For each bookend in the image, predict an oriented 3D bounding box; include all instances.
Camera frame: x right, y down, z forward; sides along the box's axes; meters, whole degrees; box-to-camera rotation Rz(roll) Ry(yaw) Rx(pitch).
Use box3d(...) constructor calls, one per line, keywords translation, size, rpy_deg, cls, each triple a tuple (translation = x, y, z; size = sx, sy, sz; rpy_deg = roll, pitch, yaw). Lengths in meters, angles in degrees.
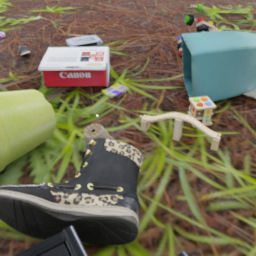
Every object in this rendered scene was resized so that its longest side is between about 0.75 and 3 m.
box3d(translation=(-0.220, 2.489, 3.762), size=(2.996, 1.380, 2.977), rpy_deg=(-19, 40, -24), cls="bookend")

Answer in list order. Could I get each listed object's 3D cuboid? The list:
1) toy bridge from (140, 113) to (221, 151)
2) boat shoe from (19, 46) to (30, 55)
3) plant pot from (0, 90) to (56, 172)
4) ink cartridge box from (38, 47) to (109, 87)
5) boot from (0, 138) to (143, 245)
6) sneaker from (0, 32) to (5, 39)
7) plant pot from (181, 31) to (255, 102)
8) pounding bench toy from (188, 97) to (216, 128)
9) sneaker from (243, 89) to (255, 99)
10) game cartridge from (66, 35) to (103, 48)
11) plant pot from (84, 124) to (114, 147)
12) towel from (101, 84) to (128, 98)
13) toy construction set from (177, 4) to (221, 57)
box3d(translation=(1.377, -0.027, 7.701), size=(2.288, 0.769, 0.311), rpy_deg=(16, 40, 19), cls="toy bridge")
box3d(translation=(-4.630, -3.465, 12.429), size=(0.444, 0.383, 1.222), rpy_deg=(-25, 21, -13), cls="boat shoe")
box3d(translation=(-2.998, -0.049, 6.887), size=(2.177, 2.177, 2.001), rpy_deg=(23, 30, 28), cls="plant pot")
box3d(translation=(-1.917, -2.179, 10.415), size=(2.368, 0.993, 2.079), rpy_deg=(-1, 36, -1), cls="ink cartridge box")
box3d(translation=(-1.074, 1.155, 5.862), size=(2.890, 1.057, 2.176), rpy_deg=(3, 34, 10), cls="boot")
box3d(translation=(-6.899, -4.802, 14.568), size=(0.871, 0.350, 0.385), rpy_deg=(4, 44, 3), cls="sneaker")
box3d(translation=(3.257, -2.157, 9.302), size=(2.629, 1.858, 1.857), rpy_deg=(-9, 36, 5), cls="plant pot")
box3d(translation=(2.129, -0.621, 8.509), size=(0.601, 0.754, 0.967), rpy_deg=(-7, 37, -9), cls="pounding bench toy")
box3d(translation=(4.556, -1.125, 9.349), size=(1.586, 0.618, 0.788), rpy_deg=(13, 42, 19), cls="sneaker")
box3d(translation=(-2.183, -4.217, 13.801), size=(1.592, 0.331, 1.060), rpy_deg=(-16, 35, -21), cls="game cartridge")
box3d(translation=(-0.783, 0.320, 7.110), size=(0.834, 0.724, 0.834), rpy_deg=(-9, 43, 9), cls="plant pot")
box3d(translation=(-0.469, -1.354, 10.063), size=(0.614, 0.097, 0.855), rpy_deg=(30, 45, 33), cls="towel")
box3d(translation=(3.437, -3.596, 11.981), size=(1.889, 2.051, 2.459), rpy_deg=(1, 55, -20), cls="toy construction set")
